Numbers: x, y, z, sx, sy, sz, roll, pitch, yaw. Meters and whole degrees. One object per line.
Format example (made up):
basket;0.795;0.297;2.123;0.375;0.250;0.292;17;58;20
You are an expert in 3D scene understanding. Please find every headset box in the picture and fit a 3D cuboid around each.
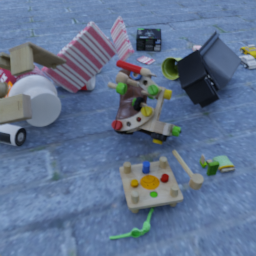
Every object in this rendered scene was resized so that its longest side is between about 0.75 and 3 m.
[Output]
headset box;1.106;-4.728;14.926;1.330;0.709;1.527;3;40;4

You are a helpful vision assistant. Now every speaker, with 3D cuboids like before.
speaker;-4.167;0.144;9.109;1.573;0.639;0.639;12;41;13

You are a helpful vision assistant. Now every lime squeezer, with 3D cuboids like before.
lime squeezer;0.214;2.385;6.718;1.340;0.253;0.473;-26;47;-27

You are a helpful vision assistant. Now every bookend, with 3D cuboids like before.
bookend;2.579;-1.400;9.699;0.877;1.893;1.905;-28;30;24

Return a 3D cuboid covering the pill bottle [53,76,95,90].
pill bottle;-2.210;-2.027;11.523;1.601;0.899;0.899;4;40;5

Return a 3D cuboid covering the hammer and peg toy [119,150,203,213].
hammer and peg toy;0.856;1.427;7.517;2.020;0.712;1.486;-8;39;-9

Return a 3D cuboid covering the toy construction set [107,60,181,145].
toy construction set;0.648;-0.660;7.606;1.868;2.432;2.028;22;68;22

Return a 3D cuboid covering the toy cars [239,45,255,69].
toy cars;5.912;-3.578;13.700;1.015;0.501;2.264;15;42;18

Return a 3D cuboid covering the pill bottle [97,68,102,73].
pill bottle;-1.869;-2.936;12.771;1.241;0.706;0.706;12;41;15

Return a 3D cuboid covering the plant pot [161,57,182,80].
plant pot;2.112;-2.715;12.428;0.985;0.985;0.905;26;35;28

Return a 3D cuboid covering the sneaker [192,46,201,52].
sneaker;3.543;-3.927;14.249;0.482;0.347;0.922;2;34;-1

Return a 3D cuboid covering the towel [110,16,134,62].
towel;-0.230;-3.024;9.759;0.202;0.986;1.347;-16;86;-24

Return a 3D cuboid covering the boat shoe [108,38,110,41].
boat shoe;-1.101;-4.347;14.743;0.348;0.421;1.228;12;47;6

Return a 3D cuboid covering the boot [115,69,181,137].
boot;0.697;-0.952;9.400;2.261;0.779;2.426;5;69;2

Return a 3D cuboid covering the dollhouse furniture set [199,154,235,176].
dollhouse furniture set;2.662;0.978;8.232;0.930;0.467;0.609;-8;40;-10

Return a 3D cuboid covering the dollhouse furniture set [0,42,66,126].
dollhouse furniture set;-3.007;-1.096;8.320;1.882;1.979;1.613;-10;-8;23

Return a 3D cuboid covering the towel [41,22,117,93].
towel;-1.685;-2.441;10.006;2.438;1.784;0.365;-42;59;7

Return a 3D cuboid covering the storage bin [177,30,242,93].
storage bin;3.460;-2.534;11.701;1.723;1.867;2.566;41;48;3

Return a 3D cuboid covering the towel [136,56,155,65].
towel;0.870;-3.303;13.700;0.763;0.087;0.550;28;48;29

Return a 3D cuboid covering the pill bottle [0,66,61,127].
pill bottle;-3.627;-1.348;10.087;1.687;1.687;2.986;-24;45;-26
